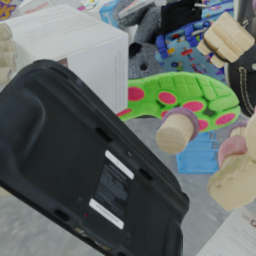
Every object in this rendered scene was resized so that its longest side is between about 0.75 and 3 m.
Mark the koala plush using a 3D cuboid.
[{"bbox_3d":[0.664,-1.751,7.737,2.646,2.742,2.984,18,67,29],"label":"koala plush"}]

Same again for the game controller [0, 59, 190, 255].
[{"bbox_3d":[-0.176,0.445,2.503,0.477,2.267,1.183,-20,36,40],"label":"game controller"}]

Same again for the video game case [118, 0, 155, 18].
[{"bbox_3d":[0.444,-2.832,6.078,0.917,0.112,1.283,-47,27,-25],"label":"video game case"}]

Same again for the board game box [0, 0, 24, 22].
[{"bbox_3d":[-2.594,-2.940,5.900,2.521,1.204,0.378,-42,81,9],"label":"board game box"}]

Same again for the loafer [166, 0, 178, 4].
[{"bbox_3d":[1.747,-4.470,8.344,0.932,2.675,1.006,-15,46,-18],"label":"loafer"}]

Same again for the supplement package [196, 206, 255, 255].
[{"bbox_3d":[1.147,2.590,3.370,2.657,1.553,1.558,-34,53,-30],"label":"supplement package"}]

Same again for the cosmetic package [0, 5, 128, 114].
[{"bbox_3d":[-0.986,-0.899,4.279,1.315,1.314,1.594,-32,52,-30],"label":"cosmetic package"}]

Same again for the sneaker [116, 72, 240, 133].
[{"bbox_3d":[0.638,-0.571,5.036,2.650,1.017,1.110,9,24,31],"label":"sneaker"}]

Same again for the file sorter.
[{"bbox_3d":[1.545,0.328,6.351,0.849,0.750,1.223,0,44,1],"label":"file sorter"}]

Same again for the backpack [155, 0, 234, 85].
[{"bbox_3d":[1.815,-1.679,5.333,2.115,1.930,1.423,-11,53,36],"label":"backpack"}]

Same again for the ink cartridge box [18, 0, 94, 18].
[{"bbox_3d":[-1.354,-2.233,5.749,1.004,1.389,0.588,0,61,41],"label":"ink cartridge box"}]

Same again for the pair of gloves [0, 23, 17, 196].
[{"bbox_3d":[-2.085,-0.105,3.330,1.847,0.381,2.172,-12,88,2],"label":"pair of gloves"}]

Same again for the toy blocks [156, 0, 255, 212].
[{"bbox_3d":[1.885,-0.295,3.271,2.516,2.351,2.118,43,38,1],"label":"toy blocks"}]

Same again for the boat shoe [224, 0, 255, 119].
[{"bbox_3d":[2.057,-1.300,4.140,0.946,2.560,0.772,-1,17,-2],"label":"boat shoe"}]

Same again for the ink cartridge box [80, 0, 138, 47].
[{"bbox_3d":[-0.955,-3.289,9.200,2.114,1.544,1.551,-1,42,24],"label":"ink cartridge box"}]
